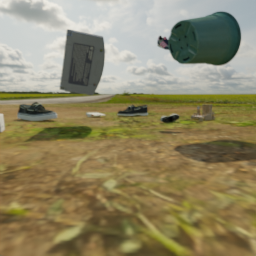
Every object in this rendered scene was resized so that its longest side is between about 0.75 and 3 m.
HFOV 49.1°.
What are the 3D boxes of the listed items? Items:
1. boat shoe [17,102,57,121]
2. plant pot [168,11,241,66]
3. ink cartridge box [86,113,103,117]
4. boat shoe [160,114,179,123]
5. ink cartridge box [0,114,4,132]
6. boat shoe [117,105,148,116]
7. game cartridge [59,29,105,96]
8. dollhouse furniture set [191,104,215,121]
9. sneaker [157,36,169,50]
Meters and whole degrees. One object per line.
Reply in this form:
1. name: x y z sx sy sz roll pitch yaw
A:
1. boat shoe: -5.006 -0.904 15.094 2.766 0.981 0.997 3 7 27
2. plant pot: 2.562 -3.040 9.824 1.886 1.926 1.926 -16 14 -32
3. ink cartridge box: -2.017 -0.763 17.478 0.833 0.258 1.028 -4 15 -40
4. boat shoe: 2.133 -0.434 13.894 1.133 0.389 0.321 -11 18 -29
5. ink cartridge box: -5.349 -0.165 10.136 1.499 0.632 1.095 -2 7 -18
6. boat shoe: 0.296 -1.157 18.451 2.424 0.731 0.916 -6 9 -42
7. game cartridge: -2.044 -2.910 12.817 1.865 2.801 0.573 10 28 -11
8. dollhouse furniture set: 3.979 -0.897 15.742 1.710 0.835 1.458 -6 8 -43
9. sneaker: 1.847 -4.151 13.681 0.455 0.532 1.297 -22 37 -27
